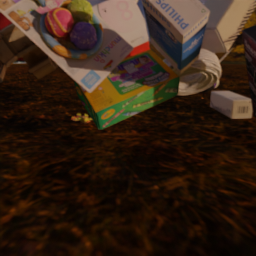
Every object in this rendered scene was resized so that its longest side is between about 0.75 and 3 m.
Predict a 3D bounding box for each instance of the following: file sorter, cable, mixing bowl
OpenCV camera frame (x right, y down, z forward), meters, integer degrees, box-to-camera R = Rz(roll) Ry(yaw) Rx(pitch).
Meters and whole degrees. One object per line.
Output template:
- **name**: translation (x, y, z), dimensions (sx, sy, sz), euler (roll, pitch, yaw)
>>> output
- **file sorter**: translation (2.673, -3.565, 10.694), dimensions (1.688, 1.515, 2.432), euler (41, 3, -34)
- **cable**: translation (1.502, -1.348, 7.016), dimensions (1.552, 0.537, 1.552), euler (0, -21, -18)
- **mixing bowl**: translation (-3.693, -2.886, 9.245), dimensions (1.817, 0.984, 1.817), euler (24, -14, 7)

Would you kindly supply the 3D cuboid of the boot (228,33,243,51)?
- **boot**: translation (3.512, -2.979, 9.396), dimensions (0.984, 0.391, 1.130), euler (-19, -20, 37)

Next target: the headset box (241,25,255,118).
- **headset box**: translation (2.949, -1.053, 4.731), dimensions (1.612, 2.166, 0.837), euler (-19, 40, 10)

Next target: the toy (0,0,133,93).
- **toy**: translation (-1.211, -2.137, 5.368), dimensions (1.536, 2.667, 0.630), euler (-50, 4, -25)

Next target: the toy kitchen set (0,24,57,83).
- **toy kitchen set**: translation (-2.894, -1.942, 7.950), dimensions (2.164, 1.766, 1.953), euler (-30, 33, 2)

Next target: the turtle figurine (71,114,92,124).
- **turtle figurine**: translation (-1.631, -0.348, 10.690), dimensions (1.148, 0.370, 0.925), euler (-8, 11, -16)

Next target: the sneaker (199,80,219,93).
- **sneaker**: translation (2.160, -1.768, 10.222), dimensions (2.062, 0.717, 1.025), euler (19, 39, 28)

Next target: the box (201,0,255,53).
- **box**: translation (2.657, -3.168, 7.480), dimensions (1.006, 0.837, 2.448), euler (19, 69, 50)

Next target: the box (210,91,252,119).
- **box**: translation (4.480, -1.060, 12.329), dimensions (0.948, 0.789, 2.307), euler (-1, 16, -4)

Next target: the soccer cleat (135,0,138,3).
- **soccer cleat**: translation (-0.558, -3.430, 9.445), dimensions (2.667, 1.151, 0.932), euler (-33, 17, 17)

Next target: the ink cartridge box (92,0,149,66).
- **ink cartridge box**: translation (-0.230, -2.016, 6.735), dimensions (1.623, 1.997, 0.570), euler (-28, -1, -15)

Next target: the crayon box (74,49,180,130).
- **crayon box**: translation (-0.027, -0.864, 5.927), dimensions (1.916, 0.558, 1.138), euler (-25, 54, -15)

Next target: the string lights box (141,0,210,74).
- **string lights box**: translation (0.801, -1.686, 4.868), dimensions (0.542, 0.945, 1.839), euler (-41, -10, 3)
